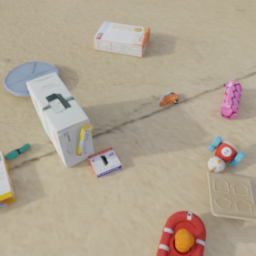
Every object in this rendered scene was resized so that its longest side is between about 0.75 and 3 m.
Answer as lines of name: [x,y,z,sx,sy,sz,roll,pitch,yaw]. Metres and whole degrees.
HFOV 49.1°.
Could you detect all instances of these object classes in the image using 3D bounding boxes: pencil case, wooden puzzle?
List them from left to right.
wooden puzzle: [3.333,2.245,9.128,1.486,0.371,1.605,8,48,-5]
pencil case: [4.358,-1.220,11.886,0.810,0.836,1.785,8,49,18]

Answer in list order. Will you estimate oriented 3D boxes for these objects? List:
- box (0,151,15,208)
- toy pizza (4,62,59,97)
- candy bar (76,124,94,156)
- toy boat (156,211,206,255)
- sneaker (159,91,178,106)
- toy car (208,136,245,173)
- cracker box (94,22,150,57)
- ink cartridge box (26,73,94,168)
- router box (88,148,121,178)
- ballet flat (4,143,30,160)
box: [-4.802,1.774,9.583,1.362,0.475,2.289,-20,50,-16]
toy pizza: [-4.454,-2.235,13.053,2.511,0.398,2.511,-1,49,1]
candy bar: [-1.422,0.401,9.164,0.416,1.669,0.185,-16,57,-31]
toy boat: [1.529,3.204,7.799,1.261,1.263,1.933,15,51,12]
sneaker: [1.824,-1.200,12.157,0.588,0.407,1.050,33,57,27]
toy car: [3.206,1.141,9.820,1.113,1.068,1.207,36,70,16]
cracker box: [-0.304,-4.754,14.968,2.650,0.764,1.775,13,51,9]
ink cartridge box: [-2.455,-0.303,10.275,1.195,2.108,2.876,-25,55,-20]
router box: [-0.847,1.248,10.161,0.968,0.236,0.869,-21,52,-17]
ballet flat: [-4.156,0.863,10.487,1.015,0.345,0.341,-29,35,-29]
